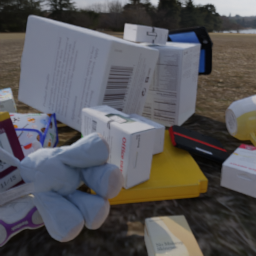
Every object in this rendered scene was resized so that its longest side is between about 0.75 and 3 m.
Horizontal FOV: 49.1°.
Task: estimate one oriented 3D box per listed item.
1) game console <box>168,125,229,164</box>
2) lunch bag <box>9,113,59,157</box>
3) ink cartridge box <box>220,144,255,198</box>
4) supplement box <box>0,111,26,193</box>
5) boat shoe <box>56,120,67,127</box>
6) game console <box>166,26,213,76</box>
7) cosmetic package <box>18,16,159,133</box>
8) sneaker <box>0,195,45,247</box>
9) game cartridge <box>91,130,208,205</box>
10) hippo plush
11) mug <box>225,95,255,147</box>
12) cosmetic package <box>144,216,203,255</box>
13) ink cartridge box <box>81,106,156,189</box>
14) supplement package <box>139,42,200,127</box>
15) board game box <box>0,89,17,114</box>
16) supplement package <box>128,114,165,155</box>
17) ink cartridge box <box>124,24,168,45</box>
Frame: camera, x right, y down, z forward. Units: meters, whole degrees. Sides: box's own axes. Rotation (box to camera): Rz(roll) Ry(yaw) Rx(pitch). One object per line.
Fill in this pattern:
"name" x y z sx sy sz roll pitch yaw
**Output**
"game console" 1.724 0.417 6.901 1.466 0.228 1.297 19 22 -4
"lunch bag" -2.532 0.390 6.460 1.511 1.101 1.778 1 34 1
"ink cartridge box" 2.629 0.874 5.903 0.939 0.545 1.272 15 28 36
"supplement box" -3.245 0.679 4.612 2.599 1.341 1.702 -4 19 29
"boat shoe" -1.954 -0.492 9.176 1.723 0.620 0.621 -19 29 -38
"game console" 1.957 -2.580 9.621 1.670 0.972 1.469 5 -19 35
"cosmetic package" -1.135 -1.487 7.897 2.882 2.376 2.378 26 21 27
"sneaker" -2.004 1.483 4.564 1.503 0.563 0.749 -8 15 -39
"game cartridge" 0.273 0.775 6.432 2.311 0.425 2.621 -3 25 -7
"hippo plush" -1.270 0.997 4.977 2.081 1.657 1.673 -5 -4 -25
"mug" 3.585 -0.231 7.655 1.459 1.423 1.777 -9 16 -1
"cosmetic package" 0.643 1.785 3.805 0.656 0.444 1.248 -3 22 -8
"ink cartridge box" -0.254 0.318 5.532 0.648 1.125 1.541 -13 28 -39
"supplement package" 1.194 -1.536 9.342 1.819 2.415 1.833 12 25 27
"board game box" -4.276 -0.760 9.581 0.763 0.749 1.454 -16 27 -18
"supplement package" 0.229 0.145 6.530 0.622 0.646 1.135 -12 24 -34
"ink cartridge box" 0.518 -2.804 8.428 1.093 0.461 0.798 -3 22 -28
